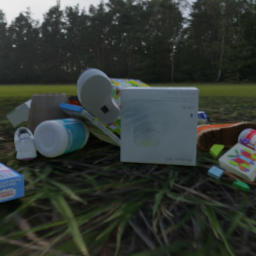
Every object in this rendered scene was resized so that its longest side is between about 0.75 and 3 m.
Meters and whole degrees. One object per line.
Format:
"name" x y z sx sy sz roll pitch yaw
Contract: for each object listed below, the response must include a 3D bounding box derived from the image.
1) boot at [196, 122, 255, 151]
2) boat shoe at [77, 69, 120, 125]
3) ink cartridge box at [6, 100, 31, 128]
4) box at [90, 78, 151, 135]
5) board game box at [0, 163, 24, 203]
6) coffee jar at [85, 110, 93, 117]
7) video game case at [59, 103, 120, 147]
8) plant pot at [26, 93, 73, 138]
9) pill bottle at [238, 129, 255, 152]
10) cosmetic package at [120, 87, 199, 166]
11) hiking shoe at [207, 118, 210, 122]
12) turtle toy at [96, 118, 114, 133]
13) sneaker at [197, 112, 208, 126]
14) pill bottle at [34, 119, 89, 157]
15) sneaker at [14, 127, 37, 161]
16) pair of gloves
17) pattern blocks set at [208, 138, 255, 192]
"boot" 3.518 0.183 9.916 2.446 0.918 1.311 -3 12 -1
"boat shoe" -0.964 -1.059 8.435 1.017 1.001 2.868 -34 -21 -1
"ink cartridge box" -5.172 -0.924 14.578 1.371 0.792 1.877 -27 15 17
"box" 0.280 -0.803 11.132 2.408 1.525 2.500 36 26 32
"board game box" -3.735 1.113 5.853 2.071 0.501 2.738 -9 13 -42
"coffee jar" -2.245 -0.482 13.067 1.027 1.256 2.408 -12 11 -14
"video game case" -1.273 -0.090 9.859 2.193 0.195 1.569 42 -16 -35
"plant pot" -2.919 -0.387 10.646 2.086 1.810 2.086 -1 11 0
"pill bottle" 4.080 0.517 8.652 0.740 0.740 1.318 -2 12 -12
"cosmetic package" 0.912 -0.105 8.193 2.117 2.123 1.305 2 11 10
"hiking shoe" 4.035 -0.620 15.853 1.212 0.610 0.459 4 10 22
"turtle toy" -0.893 -0.424 12.687 1.045 1.506 2.067 21 33 3
"sneaker" 3.195 -0.534 13.036 0.898 0.767 2.037 -19 -13 20
"pill bottle" -2.011 0.258 9.030 1.085 1.085 1.958 4 6 21
"sneaker" -3.197 0.395 8.827 0.714 0.950 1.907 -7 10 -22
"pair of gloves" -1.575 -0.421 11.014 0.257 2.082 1.855 -47 26 -21
"pattern blocks set" 2.736 0.779 6.635 1.612 0.149 1.834 19 39 25
